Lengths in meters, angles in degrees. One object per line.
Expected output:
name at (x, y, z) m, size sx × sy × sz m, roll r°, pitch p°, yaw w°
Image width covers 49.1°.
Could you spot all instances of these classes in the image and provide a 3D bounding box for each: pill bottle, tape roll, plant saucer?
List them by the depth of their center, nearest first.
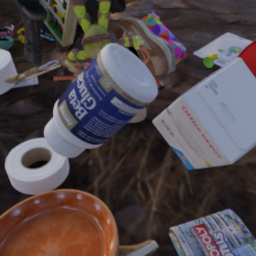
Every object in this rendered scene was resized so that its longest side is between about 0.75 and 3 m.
pill bottle at (-0.416, -0.254, 3.543) m, size 0.824 × 1.484 × 0.824 m, roll 34°, pitch 33°, yaw -25°
plant saucer at (-1.452, 2.212, 5.011) m, size 2.618 × 0.423 × 2.618 m, roll -6°, pitch 35°, yaw 4°
tape roll at (-2.289, 0.935, 7.121) m, size 1.516 × 0.530 × 1.516 m, roll 0°, pitch 41°, yaw 0°
tape roll at (-5.420, -1.985, 10.260) m, size 2.503 × 0.875 × 2.503 m, roll -3°, pitch 40°, yaw 2°

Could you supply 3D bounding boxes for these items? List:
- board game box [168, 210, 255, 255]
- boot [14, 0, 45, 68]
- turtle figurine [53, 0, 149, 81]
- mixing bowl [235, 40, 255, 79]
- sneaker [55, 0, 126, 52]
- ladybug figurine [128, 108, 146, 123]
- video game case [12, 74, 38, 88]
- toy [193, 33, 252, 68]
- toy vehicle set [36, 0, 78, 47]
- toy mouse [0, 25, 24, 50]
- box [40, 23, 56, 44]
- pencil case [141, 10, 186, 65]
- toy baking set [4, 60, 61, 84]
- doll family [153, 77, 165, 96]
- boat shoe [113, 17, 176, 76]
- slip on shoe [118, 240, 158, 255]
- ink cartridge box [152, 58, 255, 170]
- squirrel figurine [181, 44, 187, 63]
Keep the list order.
board game box at (1.592, 2.506, 5.188) m, size 1.910 × 0.589 × 1.911 m, roll -12°, pitch 41°, yaw -15°
boot at (-2.580, -2.551, 7.203) m, size 0.588 × 1.479 × 1.699 m, roll -12°, pitch 51°, yaw -30°
turtle figurine at (-0.710, -1.745, 5.502) m, size 2.067 × 1.667 × 0.666 m, roll -10°, pitch 3°, yaw 15°
mixing bowl at (3.052, -1.082, 5.914) m, size 1.279 × 2.362 × 2.362 m, roll 29°, pitch 27°, yaw -32°
sneaker at (-0.997, -3.253, 7.921) m, size 1.623 × 2.833 × 1.083 m, roll 4°, pitch 42°, yaw -40°
ladybug figurine at (-0.276, -0.800, 8.983) m, size 1.875 × 0.674 × 1.272 m, roll 21°, pitch 40°, yaw 17°
video game case at (-4.121, -1.837, 10.771) m, size 1.201 × 0.108 × 0.860 m, roll -12°, pitch 42°, yaw -14°
toy at (4.148, -3.208, 12.026) m, size 2.621 × 0.619 × 1.509 m, roll -32°, pitch 52°, yaw -31°
toy vehicle set at (-2.052, -3.429, 7.050) m, size 0.318 × 1.490 × 2.397 m, roll -28°, pitch 72°, yaw -31°
toy mouse at (-5.808, -4.221, 13.260) m, size 2.427 × 0.529 × 2.731 m, roll -18°, pitch 43°, yaw -23°
box at (-3.439, -5.030, 13.808) m, size 2.060 × 0.596 × 2.591 m, roll 22°, pitch 42°, yaw 0°
pencil case at (1.106, -2.910, 9.140) m, size 0.822 × 0.822 × 1.861 m, roll -34°, pitch 84°, yaw -34°
toy baking set at (-2.003, -1.190, 5.877) m, size 1.299 × 0.151 × 0.997 m, roll 7°, pitch 37°, yaw 47°
doll family at (0.423, -1.309, 7.539) m, size 0.944 × 0.685 × 1.520 m, roll 26°, pitch 29°, yaw -31°
boat shoe at (0.153, -1.868, 6.447) m, size 0.827 × 0.872 × 2.304 m, roll -29°, pitch 44°, yaw -12°
slip on shoe at (-0.266, 2.434, 5.246) m, size 1.705 × 0.648 × 0.517 m, roll -22°, pitch 59°, yaw -14°
ink cartridge box at (1.414, -0.134, 4.817) m, size 1.201 × 1.660 × 1.222 m, roll -35°, pitch 87°, yaw -14°
squirrel figurine at (2.179, -3.137, 12.105) m, size 0.793 × 0.561 × 0.740 m, roll -16°, pitch 51°, yaw 3°
